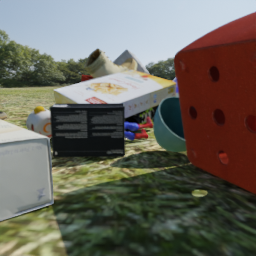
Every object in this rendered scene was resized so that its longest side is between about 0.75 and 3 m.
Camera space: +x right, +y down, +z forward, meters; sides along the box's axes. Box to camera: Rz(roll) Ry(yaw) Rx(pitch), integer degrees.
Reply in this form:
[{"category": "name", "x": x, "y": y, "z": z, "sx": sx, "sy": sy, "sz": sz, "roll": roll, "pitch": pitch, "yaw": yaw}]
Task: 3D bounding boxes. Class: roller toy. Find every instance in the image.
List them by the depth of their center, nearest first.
[{"category": "roller toy", "x": -2.099, "y": -0.107, "z": 6.859, "sx": 0.530, "sy": 0.692, "sz": 0.759, "roll": 31, "pitch": -5, "yaw": 34}]

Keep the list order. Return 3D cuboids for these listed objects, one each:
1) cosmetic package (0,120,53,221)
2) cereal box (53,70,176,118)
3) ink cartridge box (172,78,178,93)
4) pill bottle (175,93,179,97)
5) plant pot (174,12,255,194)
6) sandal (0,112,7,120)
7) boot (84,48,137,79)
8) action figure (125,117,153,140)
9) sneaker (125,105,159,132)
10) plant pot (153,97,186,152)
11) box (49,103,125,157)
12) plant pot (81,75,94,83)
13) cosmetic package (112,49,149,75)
[{"category": "cosmetic package", "x": -2.128, "y": 0.427, "z": 3.852, "sx": 1.254, "sy": 0.886, "sz": 2.423, "roll": -9, "pitch": 12, "yaw": -40}, {"category": "cereal box", "x": -0.349, "y": -0.958, "z": 8.000, "sx": 2.892, "sy": 0.571, "sz": 2.080, "roll": -23, "pitch": 34, "yaw": -35}, {"category": "ink cartridge box", "x": 2.526, "y": -1.411, "z": 11.184, "sx": 1.795, "sy": 0.427, "sz": 1.816, "roll": 25, "pitch": 56, "yaw": 23}, {"category": "pill bottle", "x": 1.957, "y": -0.870, "z": 10.302, "sx": 0.494, "sy": 0.826, "sz": 0.494, "roll": -5, "pitch": -23, "yaw": -2}, {"category": "plant pot", "x": 2.333, "y": -0.466, "z": 4.252, "sx": 2.511, "sy": 2.847, "sz": 2.850, "roll": -16, "pitch": 15, "yaw": -19}, {"category": "sandal", "x": -5.194, "y": -0.459, "z": 9.541, "sx": 0.926, "sy": 0.623, "sz": 2.307, "roll": 5, "pitch": 11, "yaw": 26}, {"category": "boot", "x": -0.636, "y": -2.417, "z": 10.807, "sx": 0.800, "sy": 1.708, "sz": 2.197, "roll": 6, "pitch": 51, "yaw": 46}, {"category": "action figure", "x": -0.374, "y": 0.060, "z": 6.688, "sx": 1.955, "sy": 0.639, "sz": 0.505, "roll": -6, "pitch": 50, "yaw": -30}, {"category": "sneaker", "x": 0.232, "y": -0.179, "z": 7.923, "sx": 2.085, "sy": 0.748, "sz": 0.863, "roll": -17, "pitch": 23, "yaw": -19}, {"category": "plant pot", "x": 0.972, "y": 0.045, "z": 5.716, "sx": 1.148, "sy": 0.773, "sz": 1.148, "roll": 15, "pitch": 48, "yaw": -17}, {"category": "box", "x": -0.782, "y": 0.030, "z": 5.647, "sx": 1.434, "sy": 1.012, "sz": 0.566, "roll": 0, "pitch": 12, "yaw": -2}, {"category": "plant pot", "x": -1.004, "y": -1.197, "z": 11.051, "sx": 1.465, "sy": 1.291, "sz": 1.463, "roll": -1, "pitch": 24, "yaw": -46}, {"category": "cosmetic package", "x": -0.478, "y": -2.230, "z": 13.227, "sx": 2.659, "sy": 1.420, "sz": 1.199, "roll": -39, "pitch": -7, "yaw": 16}]
